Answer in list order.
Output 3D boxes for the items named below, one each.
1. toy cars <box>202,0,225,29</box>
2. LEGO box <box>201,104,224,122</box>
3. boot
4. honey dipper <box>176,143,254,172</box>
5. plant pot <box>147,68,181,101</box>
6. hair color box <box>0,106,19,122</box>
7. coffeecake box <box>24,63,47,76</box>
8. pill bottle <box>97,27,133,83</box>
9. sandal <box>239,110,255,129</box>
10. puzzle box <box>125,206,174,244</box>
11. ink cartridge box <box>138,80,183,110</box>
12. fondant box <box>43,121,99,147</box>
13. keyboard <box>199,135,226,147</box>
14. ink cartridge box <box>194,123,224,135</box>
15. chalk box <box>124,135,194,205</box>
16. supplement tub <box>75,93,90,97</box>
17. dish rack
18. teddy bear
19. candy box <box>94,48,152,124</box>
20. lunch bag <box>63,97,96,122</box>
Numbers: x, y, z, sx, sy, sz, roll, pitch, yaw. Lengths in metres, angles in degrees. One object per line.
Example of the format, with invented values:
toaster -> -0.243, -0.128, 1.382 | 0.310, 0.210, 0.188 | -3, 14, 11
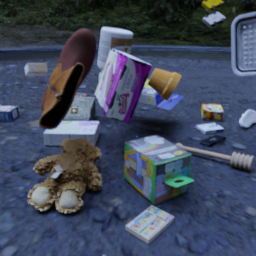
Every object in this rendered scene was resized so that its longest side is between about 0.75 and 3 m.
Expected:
toy cars -> 1.648, -2.239, 5.516 | 0.469, 0.231, 1.045 | 14, 54, -5
LEGO box -> 3.953, -0.731, 13.216 | 0.902, 0.467, 1.211 | 4, 22, 9
boot -> -1.452, -1.417, 6.872 | 0.996, 2.739, 2.909 | 34, -1, -15
honey dipper -> 2.702, 0.884, 9.190 | 2.584, 0.491, 0.491 | 11, 24, 32
plant pot -> 0.923, -1.222, 7.485 | 0.700, 0.765, 0.765 | 28, 24, 0
hair color box -> -6.107, -0.671, 12.989 | 1.746, 0.528, 0.873 | 1, 21, 3
coffeecake box -> -3.269, -2.062, 9.896 | 0.635, 0.302, 0.827 | -7, 4, -27
pill bottle -> -0.620, -2.967, 11.941 | 1.333, 2.331, 1.333 | 8, 24, -4
sandal -> 5.248, -0.375, 12.348 | 1.657, 0.674, 0.407 | -21, -11, -41
puzzle box -> 0.502, 2.155, 6.323 | 0.658, 0.126, 0.989 | 18, 28, 37
ink cartridge box -> 0.933, -1.479, 11.528 | 2.319, 0.545, 2.292 | 13, 23, 20
fondant box -> -2.107, 0.199, 10.750 | 1.867, 0.544, 1.347 | 2, 21, 2
keyboard -> 3.264, 0.503, 10.550 | 1.085, 0.139, 0.651 | -17, 21, -36
ink cartridge box -> 3.362, -0.011, 11.772 | 0.920, 0.187, 0.922 | -7, 23, -18
chalk box -> 0.873, 1.147, 7.462 | 1.206, 1.200, 1.939 | -11, 25, -28
supplement tub -> -2.816, -1.310, 14.082 | 1.745, 0.933, 0.933 | 7, 22, 18
dish rack -> 4.535, -2.712, 8.933 | 2.345, 2.013, 0.511 | 4, 14, 40
teddy bear -> -1.633, 1.333, 7.691 | 1.955, 0.900, 2.696 | -10, 30, -5
candy box -> -0.300, -1.498, 9.217 | 0.838, 1.872, 2.746 | 16, 15, -19
lunch bag -> -2.284, -0.720, 12.482 | 1.437, 1.030, 1.752 | 3, 28, 2
